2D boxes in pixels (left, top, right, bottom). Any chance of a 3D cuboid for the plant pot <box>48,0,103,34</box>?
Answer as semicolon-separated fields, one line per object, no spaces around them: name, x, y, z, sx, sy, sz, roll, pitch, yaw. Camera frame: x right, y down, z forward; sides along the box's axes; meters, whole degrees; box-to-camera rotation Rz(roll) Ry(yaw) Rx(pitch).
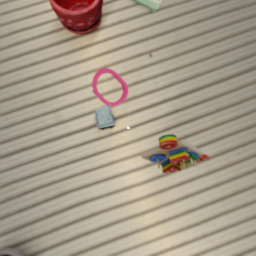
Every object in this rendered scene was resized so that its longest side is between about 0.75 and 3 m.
plant pot;-2.023;-5.044;11.436;2.138;1.947;2.138;0;77;1

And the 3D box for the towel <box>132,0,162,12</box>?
towel;1.083;-6.379;12.610;1.600;0.245;2.097;31;81;6

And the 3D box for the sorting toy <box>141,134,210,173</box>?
sorting toy;1.330;0.934;8.001;1.332;2.762;0.467;-22;61;30

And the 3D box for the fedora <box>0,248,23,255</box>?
fedora;-4.232;5.199;9.799;1.749;0.893;1.977;3;79;1

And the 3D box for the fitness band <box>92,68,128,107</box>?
fitness band;-0.587;-1.292;9.123;1.011;1.408;0.264;-50;37;-3

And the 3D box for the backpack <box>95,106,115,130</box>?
backpack;-0.945;-0.425;11.150;0.779;0.661;0.877;-12;73;-3
